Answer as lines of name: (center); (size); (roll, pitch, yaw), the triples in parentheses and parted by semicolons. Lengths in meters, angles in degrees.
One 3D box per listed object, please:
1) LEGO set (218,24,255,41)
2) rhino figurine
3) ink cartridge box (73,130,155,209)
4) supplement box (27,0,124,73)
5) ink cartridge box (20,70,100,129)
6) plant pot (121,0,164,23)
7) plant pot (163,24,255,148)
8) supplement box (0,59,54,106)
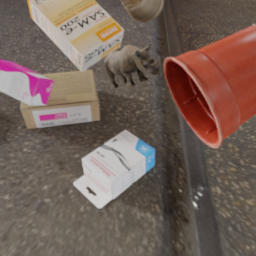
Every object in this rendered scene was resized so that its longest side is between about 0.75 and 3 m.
LEGO set: (4.126, -2.217, 9.171); (0.828, 1.896, 2.920); (-14, 66, -17)
rhino figurine: (0.073, -1.697, 7.634); (0.728, 1.065, 2.436); (-29, 17, -26)
ink cartridge box: (-0.437, 1.196, 8.658); (1.369, 0.788, 2.364); (33, 51, 32)
supplement box: (-1.763, -3.522, 9.437); (1.788, 1.043, 2.837); (-40, 81, -21)
ink cartridge box: (-2.643, -1.199, 11.154); (2.821, 1.059, 2.324); (-6, 43, -7)
plant pot: (0.404, -4.657, 10.162); (1.489, 1.489, 1.292); (18, 21, 19)
plant pot: (2.772, -1.270, 7.504); (2.635, 2.710, 2.710); (-29, 46, -2)
supplement box: (-3.671, -1.545, 9.574); (1.895, 0.959, 0.979); (26, 11, 14)
